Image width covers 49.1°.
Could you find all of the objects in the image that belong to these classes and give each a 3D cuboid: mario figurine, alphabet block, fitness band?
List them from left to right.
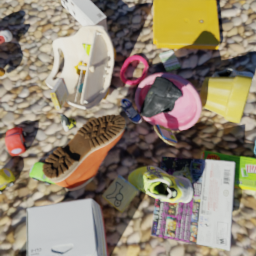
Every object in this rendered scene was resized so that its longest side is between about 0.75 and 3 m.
[{"bbox_3d":[-5.712,-3.239,11.668,1.614,1.386,2.615,-3,74,-33],"label":"mario figurine"},{"bbox_3d":[-0.264,2.252,9.494,0.882,0.887,0.903,37,75,13],"label":"alphabet block"},{"bbox_3d":[0.256,-2.377,11.610,1.008,0.263,1.404,21,70,10],"label":"fitness band"}]

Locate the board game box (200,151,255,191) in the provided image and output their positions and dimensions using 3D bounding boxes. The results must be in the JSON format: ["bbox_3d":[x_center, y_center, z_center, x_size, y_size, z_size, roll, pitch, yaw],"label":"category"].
[{"bbox_3d":[3.651,1.542,9.982,2.103,0.501,1.069,9,70,3],"label":"board game box"}]

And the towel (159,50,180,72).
[{"bbox_3d":[1.765,-2.849,11.833,0.662,0.136,0.888,-19,71,-6],"label":"towel"}]

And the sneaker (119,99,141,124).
[{"bbox_3d":[0.073,-0.676,10.593,0.418,0.759,1.037,-37,64,-4],"label":"sneaker"}]

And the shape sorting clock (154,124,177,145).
[{"bbox_3d":[1.336,0.238,10.016,0.201,1.024,1.024,-47,71,29],"label":"shape sorting clock"}]

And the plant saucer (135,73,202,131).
[{"bbox_3d":[1.458,-0.969,10.076,2.401,2.401,0.609,23,45,8],"label":"plant saucer"}]

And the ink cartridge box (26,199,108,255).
[{"bbox_3d":[-1.673,3.241,8.247,1.841,2.534,1.833,-8,70,-3],"label":"ink cartridge box"}]

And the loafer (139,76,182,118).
[{"bbox_3d":[1.021,-0.793,9.206,1.002,2.854,0.969,27,78,1],"label":"loafer"}]

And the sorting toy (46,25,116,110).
[{"bbox_3d":[-2.046,-2.374,10.895,2.647,1.571,2.940,15,96,24],"label":"sorting toy"}]

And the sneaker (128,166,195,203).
[{"bbox_3d":[0.840,1.744,9.019,0.990,2.592,0.977,10,84,-41],"label":"sneaker"}]

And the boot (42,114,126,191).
[{"bbox_3d":[-1.083,0.744,8.291,2.707,1.452,1.016,-39,53,-11],"label":"boot"}]

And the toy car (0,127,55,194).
[{"bbox_3d":[-3.655,1.362,9.992,2.549,0.604,2.709,15,70,6],"label":"toy car"}]

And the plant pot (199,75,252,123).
[{"bbox_3d":[3.583,-1.202,10.476,1.624,1.726,1.726,17,70,21],"label":"plant pot"}]

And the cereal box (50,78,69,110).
[{"bbox_3d":[-2.442,-1.228,10.033,0.204,0.743,1.033,-2,39,11],"label":"cereal box"}]

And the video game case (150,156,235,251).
[{"bbox_3d":[2.151,2.368,9.240,2.481,0.490,2.738,2,69,23],"label":"video game case"}]

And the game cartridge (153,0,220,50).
[{"bbox_3d":[2.514,-4.579,12.357,2.819,0.457,2.485,1,69,3],"label":"game cartridge"}]

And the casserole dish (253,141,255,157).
[{"bbox_3d":[5.466,1.077,10.227,1.966,0.381,1.191,41,75,15],"label":"casserole dish"}]

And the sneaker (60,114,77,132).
[{"bbox_3d":[-1.822,-0.203,8.612,0.435,1.027,0.383,-16,77,-9],"label":"sneaker"}]

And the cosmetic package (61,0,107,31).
[{"bbox_3d":[-1.993,-5.109,12.175,0.684,1.116,2.703,-39,73,-11],"label":"cosmetic package"}]

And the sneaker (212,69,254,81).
[{"bbox_3d":[4.174,-1.982,11.096,1.804,0.897,0.703,-8,70,-3],"label":"sneaker"}]
